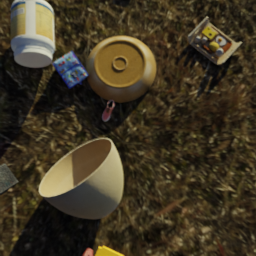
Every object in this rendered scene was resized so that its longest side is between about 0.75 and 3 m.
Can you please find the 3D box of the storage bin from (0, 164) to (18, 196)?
[{"bbox_3d":[-3.779,1.659,7.484,1.378,0.932,0.646,-37,93,-40],"label":"storage bin"}]

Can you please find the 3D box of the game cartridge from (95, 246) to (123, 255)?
[{"bbox_3d":[-0.652,4.809,9.115,1.320,0.243,1.498,24,77,5],"label":"game cartridge"}]

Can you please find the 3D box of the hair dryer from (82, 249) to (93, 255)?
[{"bbox_3d":[-0.823,2.798,5.489,0.343,1.264,0.963,26,92,-6],"label":"hair dryer"}]

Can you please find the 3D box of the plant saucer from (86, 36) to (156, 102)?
[{"bbox_3d":[-0.290,-2.293,10.395,2.672,0.473,2.672,0,79,2],"label":"plant saucer"}]

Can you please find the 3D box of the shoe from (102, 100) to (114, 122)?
[{"bbox_3d":[-0.730,-0.633,10.146,0.285,0.362,0.797,24,79,5],"label":"shoe"}]

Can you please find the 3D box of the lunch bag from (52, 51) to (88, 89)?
[{"bbox_3d":[-2.084,-2.077,10.392,0.877,0.548,1.166,-34,87,-4],"label":"lunch bag"}]

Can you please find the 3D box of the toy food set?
[{"bbox_3d":[3.264,-3.315,10.622,1.673,0.505,1.201,42,81,8],"label":"toy food set"}]

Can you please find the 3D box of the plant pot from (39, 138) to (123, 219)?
[{"bbox_3d":[-1.158,1.798,8.780,2.608,2.608,1.751,-35,111,-7],"label":"plant pot"}]

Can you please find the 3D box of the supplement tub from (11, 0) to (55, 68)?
[{"bbox_3d":[-3.445,-3.402,10.135,1.505,1.505,2.080,-4,78,-1],"label":"supplement tub"}]
